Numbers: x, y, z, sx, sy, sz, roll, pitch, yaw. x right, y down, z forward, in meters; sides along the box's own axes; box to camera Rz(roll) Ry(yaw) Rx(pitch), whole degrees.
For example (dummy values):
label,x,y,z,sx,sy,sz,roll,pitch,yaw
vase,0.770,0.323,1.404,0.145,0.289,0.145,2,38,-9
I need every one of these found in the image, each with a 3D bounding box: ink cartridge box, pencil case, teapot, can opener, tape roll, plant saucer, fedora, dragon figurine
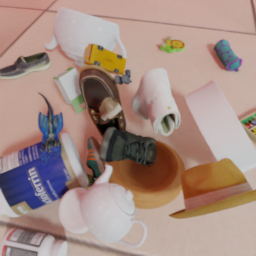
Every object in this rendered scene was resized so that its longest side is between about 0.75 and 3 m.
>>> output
label,x,y,z,sx,sy,sz,roll,pitch,yaw
ink cartridge box,-1.817,-1.216,9.273,0.410,1.383,0.718,12,45,47
pencil case,4.291,-3.125,12.050,0.744,0.685,1.609,-19,50,6
teapot,-1.771,-3.582,11.640,2.808,2.078,2.845,8,19,-27
can opener,-0.135,-1.490,8.095,0.377,0.472,1.413,-2,6,7
tape roll,2.586,0.008,7.769,0.922,2.635,2.635,-30,47,18
plant saucer,0.511,1.207,8.365,2.432,0.455,2.432,0,49,0
fedora,1.729,1.194,5.716,2.256,2.256,0.920,-13,73,-11
teapot,-0.272,1.593,5.572,0.922,1.262,1.246,-37,20,14
dragon figurine,-1.772,-0.056,6.383,0.547,0.925,1.860,-1,75,-18

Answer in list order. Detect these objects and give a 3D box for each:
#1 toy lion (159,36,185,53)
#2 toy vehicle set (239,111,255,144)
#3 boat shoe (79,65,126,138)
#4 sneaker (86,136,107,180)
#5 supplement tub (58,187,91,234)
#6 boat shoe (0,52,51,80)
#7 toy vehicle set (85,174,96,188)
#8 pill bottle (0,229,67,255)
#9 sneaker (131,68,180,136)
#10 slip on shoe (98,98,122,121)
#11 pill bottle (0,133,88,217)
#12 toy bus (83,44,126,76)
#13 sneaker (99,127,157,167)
label,x,y,z,sx,sy,sz,roll,pitch,yaw
toy lion,2.084,-3.781,12.916,1.000,0.358,1.043,29,54,14
toy vehicle set,4.882,-0.134,9.676,1.991,0.264,1.237,-25,53,-20
boat shoe,-0.651,-0.513,8.223,1.022,2.903,1.021,-8,54,15
sneaker,-1.026,0.880,8.209,0.556,0.497,1.392,-33,53,13
supplement tub,-0.905,1.971,6.881,1.020,1.403,1.020,-5,78,23
boat shoe,-4.315,-2.632,11.594,2.182,0.707,0.785,-19,51,-16
toy vehicle set,-1.113,1.752,8.103,0.526,0.112,0.847,11,49,9
pill bottle,-2.216,2.904,6.624,1.375,0.797,0.797,9,49,7
sneaker,0.754,-0.371,8.195,0.986,2.675,1.546,-13,71,-7
slip on shoe,-0.497,-0.470,6.675,0.527,1.387,0.420,-42,98,-3
pill bottle,-2.596,1.342,7.375,2.784,1.611,1.611,-23,52,-8
toy bus,-0.742,-2.124,8.793,0.709,0.589,1.811,17,7,33
sneaker,0.074,0.526,7.321,1.319,2.303,0.880,13,92,15
